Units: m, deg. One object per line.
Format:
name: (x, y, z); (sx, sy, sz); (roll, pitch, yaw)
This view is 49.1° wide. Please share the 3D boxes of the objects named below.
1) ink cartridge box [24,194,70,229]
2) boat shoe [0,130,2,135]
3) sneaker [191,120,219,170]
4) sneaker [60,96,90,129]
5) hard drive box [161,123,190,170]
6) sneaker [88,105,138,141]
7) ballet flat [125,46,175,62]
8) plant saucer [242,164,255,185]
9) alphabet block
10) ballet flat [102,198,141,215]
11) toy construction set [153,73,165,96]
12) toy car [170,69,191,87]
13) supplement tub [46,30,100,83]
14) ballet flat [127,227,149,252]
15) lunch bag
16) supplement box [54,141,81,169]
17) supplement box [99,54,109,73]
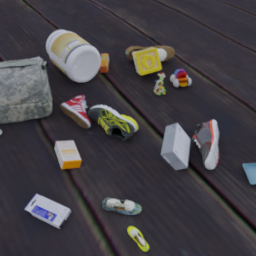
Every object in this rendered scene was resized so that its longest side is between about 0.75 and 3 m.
ink cartridge box: (-2.240, 2.308, 7.801); (1.165, 0.216, 0.552); (20, 49, 16)
boat shoe: (-4.851, 0.241, 9.808); (0.808, 0.259, 0.298); (-22, 49, -19)
sneaker: (2.532, 0.569, 9.295); (0.838, 0.788, 2.046); (-5, 37, 24)
sneaker: (-1.719, -0.655, 10.477); (0.926, 0.586, 1.646); (-36, 53, -26)
hard drive box: (1.532, 0.595, 8.896); (0.447, 0.906, 1.163); (-19, 38, 35)
sneaker: (-0.649, -0.185, 9.908); (1.956, 0.728, 0.828); (19, 48, 18)
ballet flat: (1.020, -3.406, 12.948); (2.315, 0.785, 0.837); (4, 23, 0)
plant saucer: (4.702, 1.418, 8.699); (2.152, 0.204, 0.752); (-3, 45, -2)
alphabet block: (0.795, -2.888, 12.093); (0.984, 0.979, 1.003); (-18, 19, 0)
ballet flat: (-0.180, 2.171, 7.817); (1.119, 0.415, 0.415); (3, 45, 3)
toy construction set: (1.291, -1.718, 11.237); (0.612, 0.934, 0.430); (-23, 37, -38)
toy car: (2.237, -2.153, 11.888); (0.761, 0.652, 0.870); (-10, 41, -9)
supplement tub: (-2.441, -3.184, 12.226); (1.651, 1.651, 2.286); (-29, 52, -25)
ballet flat: (0.256, 2.825, 7.235); (0.262, 0.263, 0.783); (-33, 53, -18)
lunch bag: (-4.056, -1.477, 10.247); (2.445, 2.050, 1.703); (-7, 46, -7)
supplement box: (-1.952, 0.860, 9.025); (0.599, 0.350, 0.951); (-1, 41, -31)
supplement box: (-1.109, -3.002, 12.952); (0.362, 0.374, 1.087); (-3, 43, 3)
